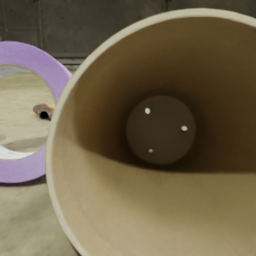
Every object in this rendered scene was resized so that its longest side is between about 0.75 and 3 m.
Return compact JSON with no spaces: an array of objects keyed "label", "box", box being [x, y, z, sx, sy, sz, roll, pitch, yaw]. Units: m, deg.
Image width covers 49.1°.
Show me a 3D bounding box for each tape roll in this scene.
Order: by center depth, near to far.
[{"label":"tape roll","box":[-1.899,-0.252,4.776,2.253,2.253,0.739,0,2,-1]}]

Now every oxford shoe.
[{"label":"oxford shoe","box":[-2.997,-0.565,9.846,1.429,0.509,0.521,11,23,38]}]

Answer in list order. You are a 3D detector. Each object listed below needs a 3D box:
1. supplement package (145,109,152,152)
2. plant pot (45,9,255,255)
[{"label":"supplement package","box":[0.374,-0.681,7.103,1.759,1.772,2.335,6,20,11]},{"label":"plant pot","box":[0.543,0.163,3.581,2.472,2.472,2.639,0,6,0]}]
